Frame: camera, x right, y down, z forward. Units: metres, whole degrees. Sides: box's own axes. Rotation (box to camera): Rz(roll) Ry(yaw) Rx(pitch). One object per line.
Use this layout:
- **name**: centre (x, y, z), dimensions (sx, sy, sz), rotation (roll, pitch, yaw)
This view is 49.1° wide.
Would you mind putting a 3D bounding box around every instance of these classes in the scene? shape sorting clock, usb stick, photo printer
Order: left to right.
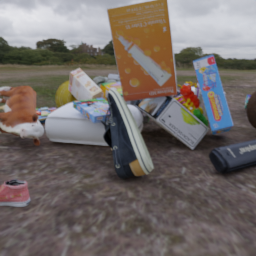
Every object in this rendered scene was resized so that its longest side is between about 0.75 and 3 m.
- **shape sorting clock**: centre (-3.891, -0.565, 11.646), dimensions (2.158, 0.423, 2.158), rotation (0, 14, 0)
- **photo printer**: centre (-0.903, -0.176, 8.986), dimensions (2.737, 0.950, 2.277), rotation (4, 17, 11)
- **usb stick**: centre (2.976, 0.614, 6.795), dimensions (2.365, 0.386, 0.656), rotation (-8, 57, -28)

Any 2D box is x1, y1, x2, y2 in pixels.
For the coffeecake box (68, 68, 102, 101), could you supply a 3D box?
- **coffeecake box**: centre (-1.654, -1.415, 10.611), dimensions (0.482, 1.013, 1.319), rotation (-34, 71, -32)

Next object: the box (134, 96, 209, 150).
- **box**: centre (1.232, -0.391, 8.808), dimensions (1.514, 0.780, 2.596), rotation (38, 4, -18)

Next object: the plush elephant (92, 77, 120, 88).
- **plush elephant**: centre (-1.002, -1.595, 11.831), dimensions (1.129, 1.201, 1.458), rotation (-17, -6, -37)

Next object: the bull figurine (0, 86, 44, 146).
- **bull figurine**: centre (-3.509, -0.413, 8.636), dimensions (1.709, 0.917, 2.816), rotation (-2, 36, -17)

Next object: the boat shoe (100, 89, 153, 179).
- **boat shoe**: centre (-0.200, 0.052, 6.664), dimensions (0.841, 1.008, 2.701), rotation (-26, 48, 8)

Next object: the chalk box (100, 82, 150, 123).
- **chalk box**: centre (0.087, -0.998, 11.009), dimensions (2.153, 1.339, 1.333), rotation (-9, 32, -31)

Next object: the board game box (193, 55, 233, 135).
- **board game box**: centre (2.572, -0.882, 8.518), dimensions (0.578, 2.069, 2.026), rotation (-15, -9, 16)

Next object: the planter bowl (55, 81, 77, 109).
- **planter bowl**: centre (-2.131, -1.175, 11.550), dimensions (1.608, 1.608, 0.670), rotation (-6, 11, -23)

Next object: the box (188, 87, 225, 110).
- **box**: centre (3.438, -1.181, 12.634), dimensions (1.230, 1.109, 2.188), rotation (0, 15, 1)

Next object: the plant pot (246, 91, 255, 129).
- **plant pot**: centre (5.050, -0.571, 8.118), dimensions (2.717, 2.717, 2.907), rotation (-7, 4, -25)

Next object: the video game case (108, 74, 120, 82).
- **video game case**: centre (0.638, -1.789, 13.330), dimensions (2.342, 0.283, 2.569), rotation (14, -11, 37)

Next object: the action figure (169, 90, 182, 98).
- **action figure**: centre (1.836, -1.351, 11.567), dimensions (1.180, 0.409, 0.768), rotation (4, 41, -42)

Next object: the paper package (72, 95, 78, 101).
- **paper package**: centre (-1.990, -1.311, 13.169), dimensions (2.034, 1.104, 2.134), rotation (-7, 15, -25)

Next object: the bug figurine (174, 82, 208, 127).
- **bug figurine**: centre (1.821, -0.925, 9.593), dimensions (0.726, 2.188, 2.822), rotation (-40, 30, -2)

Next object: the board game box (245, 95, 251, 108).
- **board game box**: centre (6.509, -1.168, 13.126), dimensions (1.870, 0.421, 1.422), rotation (5, -4, 21)

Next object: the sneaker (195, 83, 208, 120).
- **sneaker**: centre (3.023, -1.082, 10.543), dimensions (0.988, 1.984, 0.743), rotation (-5, 50, 13)

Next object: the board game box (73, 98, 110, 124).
- **board game box**: centre (-0.846, -0.512, 7.948), dimensions (0.979, 0.237, 1.295), rotation (-10, 29, -35)

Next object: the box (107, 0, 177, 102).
- **box**: centre (0.464, -2.126, 7.708), dimensions (1.526, 2.454, 1.196), rotation (-7, 22, 11)

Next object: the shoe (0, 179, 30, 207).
- **shoe**: centre (-2.243, 1.152, 5.026), dimensions (0.946, 0.430, 0.338), rotation (1, 15, 4)
